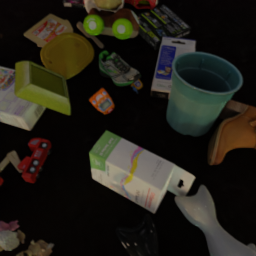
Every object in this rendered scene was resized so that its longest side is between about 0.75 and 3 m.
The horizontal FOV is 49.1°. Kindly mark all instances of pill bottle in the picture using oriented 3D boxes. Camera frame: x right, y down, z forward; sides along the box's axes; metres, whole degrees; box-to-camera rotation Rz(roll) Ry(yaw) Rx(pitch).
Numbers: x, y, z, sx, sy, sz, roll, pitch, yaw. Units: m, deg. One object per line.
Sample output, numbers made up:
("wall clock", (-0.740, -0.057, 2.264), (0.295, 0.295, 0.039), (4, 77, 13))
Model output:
("pill bottle", (-1.304, -6.324, 12.306), (1.668, 1.668, 2.929), (-11, 60, -7))

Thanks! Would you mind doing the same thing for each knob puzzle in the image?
("knob puzzle", (-3.076, -3.858, 11.603), (1.993, 0.276, 1.993), (0, 59, -1))

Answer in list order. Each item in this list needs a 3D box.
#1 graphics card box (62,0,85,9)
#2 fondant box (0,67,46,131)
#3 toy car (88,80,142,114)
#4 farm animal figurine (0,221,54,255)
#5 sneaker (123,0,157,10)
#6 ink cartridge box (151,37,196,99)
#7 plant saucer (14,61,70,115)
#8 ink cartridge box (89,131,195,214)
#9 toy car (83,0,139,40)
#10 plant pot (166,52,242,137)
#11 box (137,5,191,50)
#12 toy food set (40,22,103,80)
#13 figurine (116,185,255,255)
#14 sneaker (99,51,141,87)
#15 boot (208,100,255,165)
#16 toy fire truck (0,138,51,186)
("graphics card box", (-2.423, -5.828, 12.899), (1.074, 0.273, 0.674), (4, 57, 4))
("fondant box", (-3.944, -1.066, 9.427), (2.428, 0.707, 1.751), (16, 58, 15))
("toy car", (-0.276, -1.191, 9.436), (2.227, 1.093, 0.741), (-37, 79, -19))
("farm animal figurine", (-2.185, 2.824, 6.208), (0.905, 1.799, 1.453), (-29, 28, -4))
("sneaker", (0.308, -5.800, 12.613), (2.006, 0.772, 0.852), (12, 62, 8))
("ink cartridge box", (1.726, -2.262, 10.440), (1.339, 0.524, 2.827), (9, 60, 7))
("plant saucer", (-2.588, -1.358, 8.767), (1.776, 0.425, 1.774), (20, 33, -35))
("ink cartridge box", (0.296, 1.319, 7.476), (2.593, 1.518, 0.873), (25, 56, 16))
("toy car", (-0.489, -4.725, 10.373), (2.025, 2.567, 2.108), (9, 21, 5))
("plant pot", (2.094, -0.912, 8.528), (2.008, 1.967, 2.008), (5, 45, -5))
("box", (1.337, -4.268, 11.791), (1.819, 0.448, 1.884), (-30, 62, -16))
("toy food set", (-2.171, -2.690, 10.537), (1.548, 0.860, 2.632), (40, 55, -2))
("figurine", (1.513, 3.007, 6.679), (2.894, 1.246, 2.823), (-24, 56, -16))
("sneaker", (-0.399, -2.084, 9.794), (0.803, 0.877, 2.058), (-37, 48, -26))
("boot", (3.641, 0.360, 8.504), (1.988, 0.947, 2.570), (26, 63, 11))
("toy fire truck", (-3.214, 1.055, 8.307), (1.290, 0.446, 1.829), (12, 58, 8))
